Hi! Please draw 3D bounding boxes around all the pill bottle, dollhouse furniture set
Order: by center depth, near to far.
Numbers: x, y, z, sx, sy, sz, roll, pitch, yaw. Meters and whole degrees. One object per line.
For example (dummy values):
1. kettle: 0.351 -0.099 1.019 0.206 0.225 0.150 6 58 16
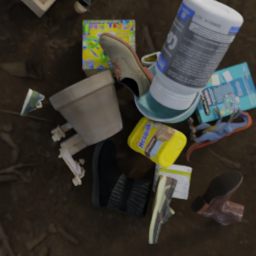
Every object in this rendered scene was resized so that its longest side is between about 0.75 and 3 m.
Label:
1. pill bottle: 1.791 -2.081 8.115 1.675 1.675 2.945 25 125 2
2. dollhouse furniture set: -1.835 0.744 9.548 0.931 1.907 1.627 -32 109 -2

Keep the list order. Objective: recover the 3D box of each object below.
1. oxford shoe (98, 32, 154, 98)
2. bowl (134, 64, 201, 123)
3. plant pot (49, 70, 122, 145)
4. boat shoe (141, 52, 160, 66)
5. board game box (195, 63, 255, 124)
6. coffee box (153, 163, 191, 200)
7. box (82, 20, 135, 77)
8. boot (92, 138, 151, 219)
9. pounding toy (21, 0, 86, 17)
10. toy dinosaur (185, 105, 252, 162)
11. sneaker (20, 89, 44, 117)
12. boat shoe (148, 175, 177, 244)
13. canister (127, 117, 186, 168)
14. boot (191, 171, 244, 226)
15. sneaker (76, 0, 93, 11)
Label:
1. oxford shoe: -0.151 -2.044 9.196 2.453 0.864 0.917 44 59 -8
2. bowl: 1.508 -1.091 9.879 2.348 1.228 2.348 -9 65 20
3. plant pot: -1.208 -0.607 9.689 2.318 2.318 2.011 -27 98 -2
4. boat shoe: 1.151 -2.650 10.556 1.344 0.573 0.496 -7 91 -2
5. board game box: 3.528 -1.275 10.479 2.248 0.527 1.697 -17 86 -1
6. coffee box: 1.515 1.845 9.920 1.095 1.094 1.083 9 85 1
7. box: -0.684 -2.874 10.317 1.853 1.130 1.785 0 85 -1
8. boot: -0.164 1.695 9.714 1.971 0.992 2.636 5 97 22
9. pounding toy: -2.739 -5.298 10.507 2.678 1.225 2.352 42 79 -25
10. toy dinosaur: 3.217 0.038 9.944 2.112 1.222 2.327 4 123 -4
11. sneaker: -3.414 -0.792 9.983 0.610 1.360 0.456 17 48 -23
12. boat shoe: 1.112 2.636 8.957 0.726 0.789 2.208 10 86 5
13. canister: 0.959 0.458 9.649 0.785 1.813 1.347 37 86 -38
14. boot: 3.441 2.455 9.351 2.190 0.703 2.041 30 118 -31
15. sneaker: -1.551 -4.666 9.928 0.727 1.393 0.418 24 130 -14
